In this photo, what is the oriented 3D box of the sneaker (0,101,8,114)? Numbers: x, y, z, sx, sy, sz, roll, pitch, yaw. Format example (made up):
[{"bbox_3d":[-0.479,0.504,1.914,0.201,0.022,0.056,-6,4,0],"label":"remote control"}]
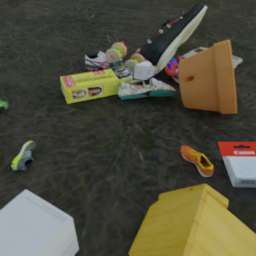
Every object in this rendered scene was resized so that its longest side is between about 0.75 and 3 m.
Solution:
[{"bbox_3d":[-5.067,-0.842,10.399,1.243,0.485,0.529,12,32,1],"label":"sneaker"}]

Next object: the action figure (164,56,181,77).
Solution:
[{"bbox_3d":[1.938,-2.894,12.565,0.898,0.709,2.745,-1,34,-8],"label":"action figure"}]

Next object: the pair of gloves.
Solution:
[{"bbox_3d":[3.954,-3.198,13.350,2.413,0.423,2.052,27,42,25],"label":"pair of gloves"}]

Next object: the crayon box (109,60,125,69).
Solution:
[{"bbox_3d":[-0.480,-2.589,12.120,0.643,1.012,0.257,-14,82,-3],"label":"crayon box"}]

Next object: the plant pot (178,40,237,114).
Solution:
[{"bbox_3d":[2.825,-1.666,10.008,1.774,2.535,2.535,-7,36,19],"label":"plant pot"}]

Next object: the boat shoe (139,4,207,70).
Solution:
[{"bbox_3d":[1.175,-2.414,6.926,0.728,0.850,2.323,38,68,9],"label":"boat shoe"}]

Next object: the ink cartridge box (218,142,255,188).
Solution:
[{"bbox_3d":[3.568,0.908,8.134,1.469,0.434,1.835,0,40,0],"label":"ink cartridge box"}]

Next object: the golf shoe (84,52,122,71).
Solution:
[{"bbox_3d":[-1.102,-3.088,12.885,1.779,0.819,0.646,-5,36,-9],"label":"golf shoe"}]

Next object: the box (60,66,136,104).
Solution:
[{"bbox_3d":[-1.176,-1.768,11.273,2.883,0.722,1.085,-13,40,-16],"label":"box"}]

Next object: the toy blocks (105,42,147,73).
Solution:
[{"bbox_3d":[0.103,-3.476,13.120,1.730,0.754,2.075,31,43,2],"label":"toy blocks"}]

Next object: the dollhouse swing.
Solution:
[{"bbox_3d":[1.469,2.660,5.972,1.918,1.855,2.110,-26,20,41],"label":"dollhouse swing"}]

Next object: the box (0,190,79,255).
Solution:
[{"bbox_3d":[-2.021,2.349,5.668,1.417,1.220,1.424,22,43,25],"label":"box"}]

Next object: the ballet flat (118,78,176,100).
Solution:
[{"bbox_3d":[0.716,-1.562,10.873,2.276,0.861,0.727,-5,83,-7],"label":"ballet flat"}]

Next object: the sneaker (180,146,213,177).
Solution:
[{"bbox_3d":[2.020,0.861,8.154,0.470,0.497,1.288,-22,42,-24],"label":"sneaker"}]

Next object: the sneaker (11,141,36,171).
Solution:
[{"bbox_3d":[-2.978,0.851,8.300,0.445,0.406,1.100,14,47,6],"label":"sneaker"}]

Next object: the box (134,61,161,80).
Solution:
[{"bbox_3d":[0.896,-2.492,11.729,0.517,0.553,2.671,11,21,16],"label":"box"}]

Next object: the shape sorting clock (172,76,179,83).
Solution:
[{"bbox_3d":[2.827,-2.326,12.284,1.821,0.357,1.821,0,38,0],"label":"shape sorting clock"}]
